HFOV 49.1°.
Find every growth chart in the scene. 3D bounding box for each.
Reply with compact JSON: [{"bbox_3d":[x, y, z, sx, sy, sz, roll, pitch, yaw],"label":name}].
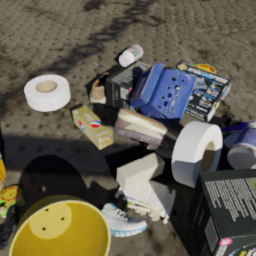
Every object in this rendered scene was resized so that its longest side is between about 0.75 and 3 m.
[{"bbox_3d":[0.548,2.139,8.866,1.916,0.170,1.386,21,47,21],"label":"growth chart"}]

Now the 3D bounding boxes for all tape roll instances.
[{"bbox_3d":[2.187,0.852,8.767,0.723,2.067,2.067,14,43,36],"label":"tape roll"},{"bbox_3d":[-3.575,-1.573,12.481,1.917,0.671,1.917,0,43,0],"label":"tape roll"}]

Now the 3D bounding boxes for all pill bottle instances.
[{"bbox_3d":[4.308,0.606,9.784,1.083,1.083,1.871,25,51,24],"label":"pill bottle"},{"bbox_3d":[0.142,-3.803,14.804,0.760,0.760,1.313,24,48,24],"label":"pill bottle"}]

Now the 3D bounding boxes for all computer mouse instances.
[{"bbox_3d":[4.276,0.368,10.656,1.428,0.313,0.783,-19,47,-20],"label":"computer mouse"},{"bbox_3d":[-4.298,2.653,8.069,2.272,0.498,1.246,9,45,9],"label":"computer mouse"}]

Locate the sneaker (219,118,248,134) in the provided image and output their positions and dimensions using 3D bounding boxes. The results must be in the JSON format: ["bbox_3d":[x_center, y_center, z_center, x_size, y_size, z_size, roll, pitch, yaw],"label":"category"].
[{"bbox_3d":[4.090,-0.132,10.808,1.158,0.576,0.402,-12,33,2],"label":"sneaker"}]

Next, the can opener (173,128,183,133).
[{"bbox_3d":[2.468,0.285,10.560,1.569,0.418,0.524,5,79,5],"label":"can opener"}]

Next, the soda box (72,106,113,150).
[{"bbox_3d":[-1.385,-0.041,10.838,0.624,0.660,1.950,-27,49,-26],"label":"soda box"}]

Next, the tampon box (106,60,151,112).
[{"bbox_3d":[0.193,-1.714,12.015,1.249,1.483,1.978,28,50,28],"label":"tampon box"}]

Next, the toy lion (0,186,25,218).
[{"bbox_3d":[-3.713,2.229,8.724,0.854,0.306,0.891,28,49,36],"label":"toy lion"}]

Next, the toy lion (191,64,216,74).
[{"bbox_3d":[3.266,-2.613,13.533,1.732,0.595,1.660,31,58,30],"label":"toy lion"}]

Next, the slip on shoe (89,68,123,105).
[{"bbox_3d":[-0.855,-2.180,12.994,1.062,0.846,2.792,23,48,22],"label":"slip on shoe"}]

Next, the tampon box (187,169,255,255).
[{"bbox_3d":[3.246,2.372,7.121,2.890,2.166,1.825,-3,42,-3],"label":"tampon box"}]

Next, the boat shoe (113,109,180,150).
[{"bbox_3d":[0.821,0.265,9.369,2.876,0.932,1.034,23,12,-23],"label":"boat shoe"}]

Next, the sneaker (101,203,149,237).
[{"bbox_3d":[-0.324,2.421,7.459,1.879,0.704,0.814,-13,79,29],"label":"sneaker"}]

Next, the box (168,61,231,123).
[{"bbox_3d":[2.771,-1.629,12.125,2.606,0.599,2.071,28,69,27],"label":"box"}]

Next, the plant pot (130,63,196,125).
[{"bbox_3d":[1.172,-1.272,10.499,1.669,1.856,1.856,26,81,-15],"label":"plant pot"}]

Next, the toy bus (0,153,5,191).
[{"bbox_3d":[-4.577,0.777,8.376,0.916,2.815,1.102,-3,43,-4],"label":"toy bus"}]

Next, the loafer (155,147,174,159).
[{"bbox_3d":[1.610,0.851,9.984,1.498,0.523,0.524,22,47,22],"label":"loafer"}]

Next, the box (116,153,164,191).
[{"bbox_3d":[0.403,1.401,9.060,1.539,0.632,0.526,-18,45,-29],"label":"box"}]

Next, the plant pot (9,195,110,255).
[{"bbox_3d":[-1.805,2.642,7.099,2.310,2.310,1.640,-21,17,-21],"label":"plant pot"}]
